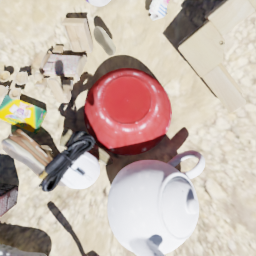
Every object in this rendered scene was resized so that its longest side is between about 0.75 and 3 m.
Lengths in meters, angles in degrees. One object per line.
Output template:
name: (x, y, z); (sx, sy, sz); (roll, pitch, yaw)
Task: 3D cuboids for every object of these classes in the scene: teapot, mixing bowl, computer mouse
teapot: (0.784, 1.659, 6.110); (1.647, 2.225, 2.254); (-17, 76, 43)
mixing bowl: (-0.023, -0.525, 6.983); (2.392, 1.295, 2.392); (0, 82, 1)
computer mouse: (-0.984, 0.883, 5.891); (0.512, 2.332, 1.279); (38, 82, 15)

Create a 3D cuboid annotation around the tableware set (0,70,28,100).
tableware set: (-3.077, -1.125, 7.304); (0.957, 0.111, 0.800); (6, 77, 10)

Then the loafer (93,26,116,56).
loafer: (-0.551, -2.085, 6.713); (0.286, 0.258, 0.756); (-22, 107, 36)

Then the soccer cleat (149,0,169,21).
soccer cleat: (0.784, -3.225, 7.274); (0.488, 1.131, 0.395); (-29, 71, -5)

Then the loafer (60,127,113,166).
loafer: (-1.068, 0.562, 7.048); (1.526, 0.580, 0.515); (36, 86, -15)

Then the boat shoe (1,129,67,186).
boat shoe: (-2.175, 0.735, 6.989); (1.915, 0.725, 0.688); (41, 55, -15)

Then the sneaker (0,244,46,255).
sneaker: (-3.266, 3.174, 6.607); (2.760, 1.055, 1.111); (-7, 72, -3)

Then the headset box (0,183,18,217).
headset box: (-3.394, 1.715, 6.538); (1.060, 1.425, 0.550); (7, 96, 1)

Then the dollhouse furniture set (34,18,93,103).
dollhouse furniture set: (-1.711, -1.716, 6.958); (1.065, 0.910, 2.055); (6, 56, 13)

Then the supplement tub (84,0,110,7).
supplement tub: (-1.533, -4.624, 7.207); (2.749, 1.999, 1.999); (27, 82, 4)

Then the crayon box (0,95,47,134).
crayon box: (-2.825, -0.355, 7.427); (1.121, 0.327, 0.666); (21, 82, 2)

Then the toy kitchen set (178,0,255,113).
toy kitchen set: (2.822, -2.142, 7.034); (2.358, 1.924, 2.128); (-37, 101, 23)
